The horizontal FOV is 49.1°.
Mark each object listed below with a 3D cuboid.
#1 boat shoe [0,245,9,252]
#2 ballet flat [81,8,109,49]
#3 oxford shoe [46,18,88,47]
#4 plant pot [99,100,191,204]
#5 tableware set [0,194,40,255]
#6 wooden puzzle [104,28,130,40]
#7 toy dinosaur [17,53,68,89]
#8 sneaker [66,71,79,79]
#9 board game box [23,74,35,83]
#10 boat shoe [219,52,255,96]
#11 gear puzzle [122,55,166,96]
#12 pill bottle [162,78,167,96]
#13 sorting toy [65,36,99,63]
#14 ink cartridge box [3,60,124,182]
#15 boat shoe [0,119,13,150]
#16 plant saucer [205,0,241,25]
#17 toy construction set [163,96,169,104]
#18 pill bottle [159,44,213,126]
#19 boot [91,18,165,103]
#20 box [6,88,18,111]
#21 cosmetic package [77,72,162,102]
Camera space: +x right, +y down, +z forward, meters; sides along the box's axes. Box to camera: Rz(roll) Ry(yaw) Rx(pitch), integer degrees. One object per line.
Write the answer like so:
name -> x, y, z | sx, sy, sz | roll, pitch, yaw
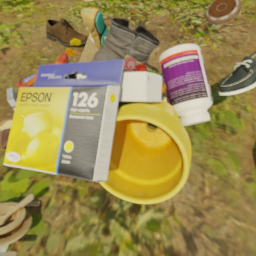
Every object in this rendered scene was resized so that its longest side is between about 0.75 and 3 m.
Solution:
boat shoe -> -3.273, 2.759, 5.905 | 1.537, 0.547, 0.536 | -33, 51, -31
ballet flat -> -0.906, -2.819, 8.125 | 0.578, 1.835, 0.630 | 19, 75, 13
oxford shoe -> -3.067, -4.703, 13.707 | 2.627, 1.109, 0.955 | 22, 45, 21
plant pot -> 0.470, 0.343, 7.417 | 2.445, 2.445, 2.301 | 11, 27, 12
tableware set -> -3.605, 2.046, 6.223 | 2.820, 0.565, 1.864 | -1, 22, -1
wooden puzzle -> -0.288, -2.741, 8.384 | 0.804, 0.745, 0.186 | -40, 59, 4
toy dinosaur -> -2.535, -1.424, 8.410 | 2.692, 2.443, 1.413 | 32, 41, 6
sneaker -> -1.081, -1.722, 10.036 | 2.976, 1.241, 1.200 | -29, 69, 10
board game box -> -3.543, -1.891, 11.269 | 0.921, 0.201, 0.926 | 29, 50, 27
boat shoe -> 3.224, -1.574, 7.488 | 2.398, 0.723, 0.907 | -32, 23, -30
gear puzzle -> 0.464, -1.351, 8.252 | 1.749, 0.906, 0.229 | 24, 9, -32
pill bottle -> 1.561, -1.535, 10.322 | 1.213, 0.676, 0.676 | -6, 42, -20
sorting toy -> -1.244, -2.825, 10.164 | 1.851, 1.379, 0.248 | 14, 40, -23
ink cartridge box -> -1.520, -0.301, 6.393 | 2.667, 0.634, 2.699 | 3, 83, 29
boat shoe -> -2.417, 0.275, 8.511 | 2.765, 0.998, 0.995 | 0, 72, -15
plant saucer -> 2.244, -2.837, 6.684 | 0.855, 0.137, 0.855 | -14, 57, 23
toy construction set -> 1.612, -0.753, 9.867 | 0.611, 0.430, 0.933 | -28, 58, -21
pill bottle -> 1.867, -1.315, 8.909 | 1.355, 1.355, 2.410 | -10, 85, -11
boot -> 0.399, -1.894, 8.597 | 2.985, 1.965, 1.042 | 19, 35, -32
box -> -2.917, -0.569, 7.417 | 0.173, 0.838, 0.653 | -25, 39, -7
cosmetic package -> -0.232, -1.001, 7.066 | 1.949, 0.695, 0.989 | 3, 5, 28
